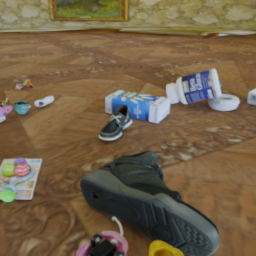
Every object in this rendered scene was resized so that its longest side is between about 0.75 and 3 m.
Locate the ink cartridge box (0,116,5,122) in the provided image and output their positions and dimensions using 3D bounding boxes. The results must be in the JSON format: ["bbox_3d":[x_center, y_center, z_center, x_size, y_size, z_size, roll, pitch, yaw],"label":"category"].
[{"bbox_3d":[-4.696,-0.253,9.396,0.760,0.165,0.753,8,25,13],"label":"ink cartridge box"}]

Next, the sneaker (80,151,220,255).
[{"bbox_3d":[0.540,1.181,5.194,2.736,1.046,1.567,14,34,39],"label":"sneaker"}]

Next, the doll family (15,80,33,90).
[{"bbox_3d":[-4.843,-2.032,13.036,0.840,0.379,0.522,-12,27,-25],"label":"doll family"}]

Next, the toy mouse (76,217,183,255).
[{"bbox_3d":[-0.185,2.166,3.722,2.126,0.463,2.392,-12,27,-24],"label":"toy mouse"}]

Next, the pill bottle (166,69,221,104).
[{"bbox_3d":[2.468,-1.503,10.685,1.895,1.053,1.053,-13,19,22],"label":"pill bottle"}]

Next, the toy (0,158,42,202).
[{"bbox_3d":[-2.538,1.006,6.331,0.927,0.380,1.610,1,27,-10],"label":"toy"}]

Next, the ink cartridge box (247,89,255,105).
[{"bbox_3d":[6.058,-1.249,11.195,1.750,0.614,2.153,22,37,40],"label":"ink cartridge box"}]

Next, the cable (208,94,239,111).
[{"bbox_3d":[3.668,-0.991,10.758,1.125,0.390,1.125,0,23,-2],"label":"cable"}]

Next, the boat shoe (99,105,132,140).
[{"bbox_3d":[-0.408,-0.172,8.704,0.666,0.627,1.855,11,28,19],"label":"boat shoe"}]

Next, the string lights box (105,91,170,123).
[{"bbox_3d":[0.333,-0.790,10.023,2.067,0.610,1.062,12,27,25],"label":"string lights box"}]

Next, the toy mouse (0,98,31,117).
[{"bbox_3d":[-4.180,-0.652,9.804,1.895,0.413,2.132,6,15,17],"label":"toy mouse"}]

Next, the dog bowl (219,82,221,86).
[{"bbox_3d":[3.120,-1.830,12.482,1.934,0.479,1.078,7,25,16],"label":"dog bowl"}]

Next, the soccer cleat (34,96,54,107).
[{"bbox_3d":[-3.174,-0.989,10.744,0.825,0.288,0.356,-27,35,-35],"label":"soccer cleat"}]
